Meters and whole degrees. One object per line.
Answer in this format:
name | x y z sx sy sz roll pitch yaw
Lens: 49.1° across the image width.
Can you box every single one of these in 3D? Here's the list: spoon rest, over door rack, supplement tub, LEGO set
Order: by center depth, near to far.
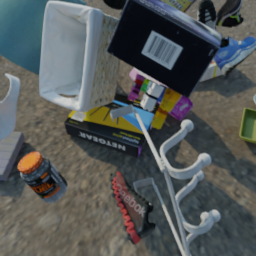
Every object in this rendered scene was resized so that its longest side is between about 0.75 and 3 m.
over door rack | 0.668 0.769 4.707 0.894 1.983 2.684 -22 24 -12
spoon rest | -2.198 -0.341 4.942 0.363 0.595 1.198 20 91 44
LEGO set | 0.478 -0.479 5.477 0.733 0.789 1.923 21 12 -12
supplement tub | -1.723 1.002 5.671 0.622 1.015 0.622 -18 36 14

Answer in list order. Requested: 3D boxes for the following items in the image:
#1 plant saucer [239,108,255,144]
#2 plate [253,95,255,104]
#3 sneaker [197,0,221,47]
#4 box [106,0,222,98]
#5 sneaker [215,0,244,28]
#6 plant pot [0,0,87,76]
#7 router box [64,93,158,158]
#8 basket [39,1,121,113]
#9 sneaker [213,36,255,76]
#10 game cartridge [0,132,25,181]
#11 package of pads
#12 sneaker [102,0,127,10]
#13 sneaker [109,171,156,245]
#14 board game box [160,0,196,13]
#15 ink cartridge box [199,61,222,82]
plant saucer | 4.009 0.074 8.395 1.269 0.304 1.271 17 52 13
plate | 4.771 -0.735 9.009 1.445 0.185 1.445 2 38 -1
sneaker | 1.930 -2.570 6.940 0.462 1.391 0.629 -22 41 9
box | 0.752 -1.588 5.174 1.657 1.021 1.644 31 30 4
sneaker | 2.870 -3.102 7.572 0.667 0.578 1.612 20 7 -1
plant pot | -2.032 -2.635 7.056 2.709 1.825 2.709 30 19 -12
router box | -0.458 -0.244 8.459 2.339 0.597 1.745 17 52 13
basket | -0.951 -1.501 5.996 1.358 2.003 1.236 22 23 30
sneaker | 2.818 -2.126 7.419 0.849 0.748 1.905 49 50 7
game cartridge | -4.281 0.657 7.872 2.348 0.451 1.522 5 47 4
package of pads | 1.020 -1.183 8.795 0.762 1.213 2.014 -49 58 10
sneaker | -0.482 -3.890 7.619 1.963 0.686 0.883 40 52 24
sneaker | 0.099 1.456 5.449 0.695 0.503 1.423 -23 69 0
board game box | 0.990 -3.950 7.661 1.888 0.327 1.279 44 92 0
ink cartridge box | 2.955 -2.378 10.219 1.433 0.598 1.040 -21 54 -17
